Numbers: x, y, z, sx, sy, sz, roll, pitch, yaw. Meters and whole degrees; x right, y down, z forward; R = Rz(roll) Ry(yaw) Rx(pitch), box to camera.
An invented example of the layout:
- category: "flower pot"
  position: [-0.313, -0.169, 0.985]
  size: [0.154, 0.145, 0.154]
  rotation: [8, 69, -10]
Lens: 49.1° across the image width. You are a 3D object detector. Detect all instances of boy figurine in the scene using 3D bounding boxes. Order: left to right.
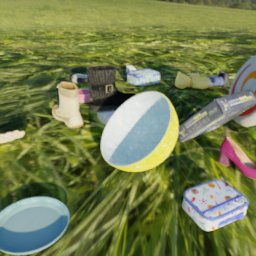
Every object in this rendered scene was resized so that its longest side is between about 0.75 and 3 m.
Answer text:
- category: "boy figurine"
  position: [3.675, -2.498, 14.423]
  size: [2.680, 0.864, 1.666]
  rotation: [-1, 28, -7]

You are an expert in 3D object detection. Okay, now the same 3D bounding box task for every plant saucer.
- category: "plant saucer"
  position: [-1.978, 1.990, 5.723]
  size: [1.544, 0.212, 1.544]
  rotation: [1, 26, 0]
- category: "plant saucer"
  position: [-2.044, -1.513, 12.947]
  size: [1.253, 0.318, 1.253]
  rotation: [0, 25, 0]

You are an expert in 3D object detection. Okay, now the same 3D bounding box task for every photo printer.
- category: "photo printer"
  position: [-0.531, -0.455, 10.661]
  size: [1.039, 0.361, 0.864]
  rotation: [-14, 28, -28]

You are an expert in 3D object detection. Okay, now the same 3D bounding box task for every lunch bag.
- category: "lunch bag"
  position: [0.799, -2.741, 15.156]
  size: [1.609, 0.664, 1.294]
  rotation: [-13, 25, -27]
- category: "lunch bag"
  position: [1.924, 1.655, 6.118]
  size: [1.305, 0.493, 1.045]
  rotation: [-14, 30, -24]

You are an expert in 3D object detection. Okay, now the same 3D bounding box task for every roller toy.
- category: "roller toy"
  position: [4.754, -1.085, 9.164]
  size: [1.897, 2.714, 2.476]
  rotation: [15, 26, -14]

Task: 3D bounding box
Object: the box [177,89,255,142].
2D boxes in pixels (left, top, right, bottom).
- category: "box"
  position: [2.692, -0.353, 8.758]
  size: [1.662, 2.107, 0.538]
  rotation: [-18, 74, -31]

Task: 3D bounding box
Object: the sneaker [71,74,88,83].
- category: "sneaker"
  position: [-2.465, -2.633, 15.149]
  size: [1.266, 0.468, 0.502]
  rotation: [-5, 30, -10]

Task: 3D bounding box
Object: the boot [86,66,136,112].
- category: "boot"
  position: [-0.504, -1.529, 10.587]
  size: [2.194, 1.641, 0.826]
  rotation: [-11, 23, -31]

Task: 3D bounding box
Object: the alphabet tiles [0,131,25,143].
- category: "alphabet tiles"
  position: [-3.783, 0.332, 8.678]
  size: [1.082, 0.079, 1.059]
  rotation: [-16, -8, -35]

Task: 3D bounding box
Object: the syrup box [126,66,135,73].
- category: "syrup box"
  position: [0.160, -3.511, 17.073]
  size: [0.377, 0.364, 0.925]
  rotation: [-6, 27, -12]

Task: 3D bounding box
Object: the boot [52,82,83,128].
- category: "boot"
  position: [-2.341, -0.972, 10.375]
  size: [0.716, 1.528, 1.966]
  rotation: [-18, 29, -29]

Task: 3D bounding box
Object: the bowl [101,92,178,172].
- category: "bowl"
  position: [0.506, 0.300, 7.723]
  size: [2.338, 1.258, 2.338]
  rotation: [-26, 42, 27]

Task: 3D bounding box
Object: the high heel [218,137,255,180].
- category: "high heel"
  position: [3.165, 0.833, 7.409]
  size: [1.621, 0.779, 0.547]
  rotation: [21, 18, 37]
